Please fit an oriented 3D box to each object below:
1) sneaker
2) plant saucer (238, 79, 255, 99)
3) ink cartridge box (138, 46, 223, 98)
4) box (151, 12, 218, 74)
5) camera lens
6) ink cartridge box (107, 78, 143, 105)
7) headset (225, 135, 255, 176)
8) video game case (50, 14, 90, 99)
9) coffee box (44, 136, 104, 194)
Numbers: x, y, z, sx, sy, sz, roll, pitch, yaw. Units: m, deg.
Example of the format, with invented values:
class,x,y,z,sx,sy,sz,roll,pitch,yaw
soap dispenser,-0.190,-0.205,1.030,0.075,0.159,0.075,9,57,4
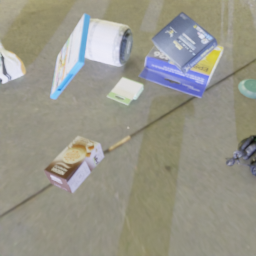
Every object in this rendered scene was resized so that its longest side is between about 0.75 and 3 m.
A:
class,x,y,z,sx,sy,sz,roll,pitch,yaw
sneaker,-5.555,-2.843,11.504,2.816,1.065,1.234,34,60,24
plant saucer,4.943,-1.600,11.092,1.068,0.192,1.068,0,53,0
ink cartridge box,2.240,-2.778,11.745,2.749,0.654,2.782,21,53,15
box,2.001,-3.114,10.192,1.543,0.499,1.956,-40,58,9
camera lens,-0.938,-3.560,11.665,2.067,1.654,1.654,17,54,13
ink cartridge box,-0.105,-1.358,10.825,0.940,0.310,1.291,23,56,17
headset,4.014,0.802,8.677,2.293,1.077,1.416,-10,51,-22
video game case,-1.266,-1.461,5.996,0.148,1.657,1.186,16,63,-28
coffee box,-1.224,0.820,6.491,0.698,0.487,1.221,15,46,29
